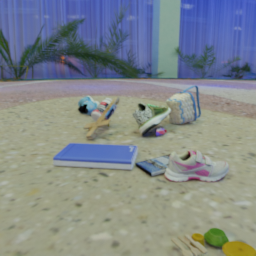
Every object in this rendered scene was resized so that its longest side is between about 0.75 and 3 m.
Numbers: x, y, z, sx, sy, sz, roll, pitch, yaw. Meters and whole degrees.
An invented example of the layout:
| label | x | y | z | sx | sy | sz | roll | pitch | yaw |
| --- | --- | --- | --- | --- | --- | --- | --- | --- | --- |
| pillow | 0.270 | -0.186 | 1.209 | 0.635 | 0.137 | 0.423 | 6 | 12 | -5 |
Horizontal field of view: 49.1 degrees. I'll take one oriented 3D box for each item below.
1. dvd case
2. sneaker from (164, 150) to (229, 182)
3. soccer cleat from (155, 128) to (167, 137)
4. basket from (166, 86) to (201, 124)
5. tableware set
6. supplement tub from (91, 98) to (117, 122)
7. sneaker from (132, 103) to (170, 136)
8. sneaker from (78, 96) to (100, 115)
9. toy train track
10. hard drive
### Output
| label | x | y | z | sx | sy | sz | roll | pitch | yaw |
| --- | --- | --- | --- | --- | --- | --- | --- | --- | --- |
| dvd case | 1.085 | 1.151 | 8.889 | 1.447 | 0.127 | 1.032 | -12 | 15 | -24 |
| sneaker | 2.009 | 1.050 | 8.087 | 1.885 | 0.832 | 0.767 | -2 | 14 | -8 |
| soccer cleat | 1.460 | 0.203 | 12.589 | 0.333 | 0.310 | 0.909 | 6 | 12 | 24 |
| basket | 3.089 | -1.181 | 14.998 | 2.073 | 1.828 | 1.442 | -20 | 18 | -28 |
| tableware set | 1.668 | 2.262 | 4.509 | 1.291 | 0.294 | 1.917 | -4 | 13 | -26 |
| supplement tub | -1.183 | -0.815 | 13.877 | 0.844 | 0.844 | 1.203 | 11 | 53 | 38 |
| sneaker | 1.070 | -0.778 | 13.196 | 1.131 | 1.303 | 2.941 | -37 | 1 | 30 |
| sneaker | -2.689 | -1.395 | 17.611 | 1.149 | 1.001 | 2.555 | -11 | 17 | -28 |
| toy train track | -1.043 | -0.405 | 12.726 | 1.557 | 0.442 | 2.715 | -8 | 38 | 39 |
| hard drive | -1.032 | 0.934 | 9.597 | 2.539 | 0.322 | 1.675 | 2 | 14 | 8 |
